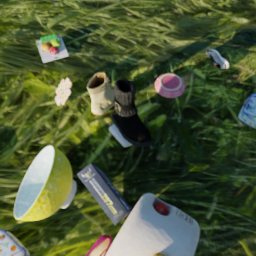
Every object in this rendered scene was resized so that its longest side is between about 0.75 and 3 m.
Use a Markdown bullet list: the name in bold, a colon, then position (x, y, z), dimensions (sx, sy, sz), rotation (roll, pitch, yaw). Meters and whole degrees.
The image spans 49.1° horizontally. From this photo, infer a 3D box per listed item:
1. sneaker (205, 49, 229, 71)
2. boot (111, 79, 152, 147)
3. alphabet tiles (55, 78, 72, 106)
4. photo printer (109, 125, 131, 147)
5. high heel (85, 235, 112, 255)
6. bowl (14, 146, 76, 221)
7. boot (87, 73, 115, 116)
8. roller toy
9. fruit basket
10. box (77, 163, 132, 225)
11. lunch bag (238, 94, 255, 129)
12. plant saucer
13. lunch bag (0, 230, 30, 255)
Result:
- **sneaker**: position (3.866, -3.013, 12.392), dimensions (0.502, 0.468, 1.266), rotation (-32, 64, -13)
- **boot**: position (0.121, -0.521, 9.507), dimensions (0.826, 1.641, 2.194), rotation (-17, 44, -33)
- **alphabet tiles**: position (-2.577, -1.428, 11.148), dimensions (1.082, 0.079, 1.059), rotation (-55, 45, 18)
- **photo printer**: position (-0.077, 0.197, 10.417), dimensions (0.864, 0.361, 1.039), rotation (-31, 63, -25)
- **high heel**: position (-1.021, 3.707, 7.777), dimensions (0.547, 0.779, 1.621), rotation (30, 66, 2)
- **bowl**: position (-2.386, 1.855, 8.696), dimensions (1.258, 2.338, 2.338), rotation (31, 54, -28)
- **boot**: position (-0.736, -1.559, 10.821), dimensions (0.716, 1.528, 1.966), rotation (36, 63, 28)
- **roller toy**: position (0.651, 3.153, 7.265), dimensions (1.897, 2.714, 2.476), rotation (30, 53, 12)
- **fruit basket**: position (-3.462, -3.591, 12.779), dimensions (1.176, 0.595, 1.270), rotation (-20, 76, -12)
- **box**: position (-0.598, 1.935, 8.181), dimensions (0.538, 2.107, 1.662), rotation (-39, 76, -7)
- **lunch bag**: position (5.195, -0.531, 10.738), dimensions (1.609, 0.664, 1.294), rotation (33, 61, 18)
- **plant saucer**: position (1.759, -1.826, 11.731), dimensions (1.253, 0.318, 1.253), rotation (0, 57, 0)
- **lunch bag**: position (-3.607, 3.742, 8.179), dimensions (1.305, 0.493, 1.045), rotation (34, 66, 20)
